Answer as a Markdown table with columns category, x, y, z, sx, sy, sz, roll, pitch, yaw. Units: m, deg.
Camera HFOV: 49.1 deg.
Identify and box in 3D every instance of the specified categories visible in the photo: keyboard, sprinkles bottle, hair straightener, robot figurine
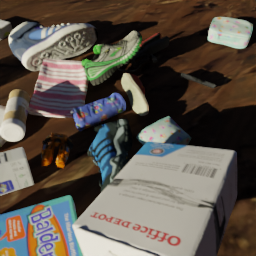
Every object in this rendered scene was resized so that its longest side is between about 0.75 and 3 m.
| category | x | y | z | sx | sy | sz | roll | pitch | yaw |
| --- | --- | --- | --- | --- | --- | --- | --- | --- | --- |
| keyboard | 2.269 | -1.527 | 9.053 | 1.148 | 0.147 | 0.689 | 24 | 16 | 21 |
| sprinkles bottle | -2.930 | -0.373 | 7.330 | 0.565 | 0.565 | 1.654 | -8 | 40 | -7 |
| hair straightener | 0.571 | -2.636 | 9.872 | 2.534 | 0.518 | 0.975 | -32 | 49 | -28 |
| robot figurine | -1.769 | 0.513 | 6.937 | 0.770 | 0.309 | 1.062 | 7 | 41 | -9 |

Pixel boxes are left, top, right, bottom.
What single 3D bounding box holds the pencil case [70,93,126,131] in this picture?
| category | x | y | z | sx | sy | sz | roll | pitch | yaw |
| --- | --- | --- | --- | --- | --- | --- | --- | --- | --- |
| pencil case | -0.849 | -0.488 | 7.959 | 1.577 | 0.615 | 0.685 | -26 | 61 | -23 |

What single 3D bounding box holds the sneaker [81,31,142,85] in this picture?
| category | x | y | z | sx | sy | sz | roll | pitch | yaw |
| --- | --- | --- | --- | --- | --- | --- | --- | --- | --- |
| sneaker | -0.467 | -2.319 | 8.623 | 2.197 | 0.936 | 0.857 | -42 | 23 | -12 |

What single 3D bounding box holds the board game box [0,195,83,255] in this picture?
| category | x | y | z | sx | sy | sz | roll | pitch | yaw |
| --- | --- | --- | --- | --- | --- | --- | --- | --- | --- |
| board game box | -2.124 | 2.584 | 5.211 | 2.614 | 0.588 | 1.988 | -14 | 52 | -12 |

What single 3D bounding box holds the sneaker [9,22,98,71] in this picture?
| category | x | y | z | sx | sy | sz | roll | pitch | yaw |
| --- | --- | --- | --- | --- | --- | --- | --- | --- | --- |
| sneaker | -2.831 | -3.404 | 10.093 | 2.918 | 1.176 | 2.137 | -31 | 61 | -14 |

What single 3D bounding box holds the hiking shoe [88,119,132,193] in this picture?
| category | x | y | z | sx | sy | sz | roll | pitch | yaw |
| --- | --- | --- | --- | --- | --- | --- | --- | --- | --- |
| hiking shoe | -0.479 | 0.794 | 6.814 | 1.029 | 0.883 | 2.374 | -8 | 41 | 13 |

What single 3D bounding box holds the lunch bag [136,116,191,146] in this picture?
| category | x | y | z | sx | sy | sz | roll | pitch | yaw |
| --- | --- | --- | --- | --- | --- | --- | --- | --- | --- |
| lunch bag | 0.886 | 0.324 | 7.231 | 1.092 | 0.666 | 0.930 | -23 | 53 | -26 |

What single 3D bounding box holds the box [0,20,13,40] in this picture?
| category | x | y | z | sx | sy | sz | roll | pitch | yaw |
| --- | --- | --- | --- | --- | --- | --- | --- | --- | --- |
| box | -5.450 | -4.018 | 11.246 | 1.347 | 0.405 | 0.785 | 18 | 51 | 16 |

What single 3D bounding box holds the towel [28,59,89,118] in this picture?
| category | x | y | z | sx | sy | sz | roll | pitch | yaw |
| --- | --- | --- | --- | --- | --- | --- | --- | --- | --- |
| towel | -2.061 | -1.294 | 8.611 | 1.597 | 0.326 | 2.183 | 5 | 60 | 2 |

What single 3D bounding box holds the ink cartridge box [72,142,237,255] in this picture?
| category | x | y | z | sx | sy | sz | roll | pitch | yaw |
| --- | --- | --- | --- | --- | --- | --- | --- | --- | --- |
| ink cartridge box | 0.673 | 1.465 | 5.094 | 1.982 | 1.154 | 2.741 | 5 | 30 | 32 |

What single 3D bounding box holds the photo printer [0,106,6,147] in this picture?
| category | x | y | z | sx | sy | sz | roll | pitch | yaw |
| --- | --- | --- | --- | --- | --- | --- | --- | --- | --- |
| photo printer | -3.682 | -0.051 | 7.645 | 1.114 | 0.465 | 1.338 | 24 | 52 | 12 |

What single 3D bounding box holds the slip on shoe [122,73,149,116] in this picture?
| category | x | y | z | sx | sy | sz | roll | pitch | yaw |
| --- | --- | --- | --- | --- | --- | --- | --- | --- | --- |
| slip on shoe | 0.300 | -1.056 | 8.444 | 0.533 | 0.645 | 1.742 | -2 | 44 | -23 |

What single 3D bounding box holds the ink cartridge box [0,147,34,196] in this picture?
| category | x | y | z | sx | sy | sz | roll | pitch | yaw |
| --- | --- | --- | --- | --- | --- | --- | --- | --- | --- |
| ink cartridge box | -3.221 | 1.161 | 6.104 | 2.091 | 1.040 | 0.410 | -17 | 48 | -22 |

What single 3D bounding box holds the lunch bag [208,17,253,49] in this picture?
| category | x | y | z | sx | sy | sz | roll | pitch | yaw |
| --- | --- | --- | --- | --- | --- | --- | --- | --- | --- |
| lunch bag | 3.884 | -3.665 | 10.794 | 1.600 | 0.617 | 1.283 | 16 | 53 | 14 |
